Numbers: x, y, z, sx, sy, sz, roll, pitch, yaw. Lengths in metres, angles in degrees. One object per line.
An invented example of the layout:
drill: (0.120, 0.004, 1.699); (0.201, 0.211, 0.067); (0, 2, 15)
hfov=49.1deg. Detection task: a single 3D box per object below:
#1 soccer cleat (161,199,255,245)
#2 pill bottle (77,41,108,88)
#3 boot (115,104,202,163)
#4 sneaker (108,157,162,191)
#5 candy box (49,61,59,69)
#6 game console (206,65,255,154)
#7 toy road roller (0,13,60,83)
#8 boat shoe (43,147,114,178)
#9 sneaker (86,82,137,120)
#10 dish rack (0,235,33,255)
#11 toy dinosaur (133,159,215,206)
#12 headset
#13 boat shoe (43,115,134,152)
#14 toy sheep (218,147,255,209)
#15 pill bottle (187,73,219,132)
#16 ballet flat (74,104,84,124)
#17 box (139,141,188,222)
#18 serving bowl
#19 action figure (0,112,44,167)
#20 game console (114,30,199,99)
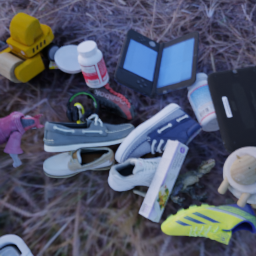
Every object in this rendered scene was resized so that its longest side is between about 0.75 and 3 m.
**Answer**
soccer cleat: (2.186, 2.588, 7.450); (2.565, 0.829, 1.073); (-9, 58, -6)
pill bottle: (-1.186, -2.097, 9.314); (0.803, 1.430, 0.803); (-6, 49, 7)
boot: (1.003, 0.401, 8.725); (2.818, 1.025, 1.273); (-39, 63, -20)
sneaker: (0.448, 1.254, 8.178); (2.104, 1.045, 0.820); (-14, 58, -9)
candy box: (-2.612, -2.595, 11.206); (1.017, 0.134, 0.520); (-2, 58, -1)
game console: (4.002, -0.354, 9.019); (2.556, 1.692, 2.907); (-8, 60, 6)
toy road roller: (-3.900, -3.071, 10.447); (1.515, 1.800, 2.466); (29, 62, 26)
boat shoe: (-1.525, 0.950, 8.548); (2.201, 0.753, 0.823); (-10, 58, -6)
sneaker: (-0.663, -0.861, 9.721); (1.046, 0.757, 2.141); (-38, 62, -22)
dish rack: (-2.879, 4.347, 6.433); (2.526, 0.641, 2.943); (-39, 65, -23)
toy dinosaur: (1.548, 1.738, 8.066); (2.609, 0.619, 1.150); (-20, 30, -11)
headset: (-1.569, -0.387, 9.159); (1.033, 0.786, 1.673); (14, 93, -1)
boat shoe: (-1.107, 0.071, 8.599); (2.916, 1.062, 0.901); (-8, 100, -21)
toy sheep: (3.264, 1.268, 7.305); (1.587, 2.302, 1.587); (-11, 72, 35)
pill bottle: (2.676, -0.907, 9.576); (1.039, 1.039, 1.911); (-11, 59, -7)
ballet flat: (-1.705, -0.540, 9.766); (0.327, 0.328, 0.979); (-13, 58, -6)
box: (1.009, 1.475, 7.888); (0.440, 0.471, 2.272); (30, 77, -28)
serving bowl: (-2.184, -2.591, 10.888); (1.293, 0.425, 1.293); (4, 61, -7)
action figure: (-3.934, 0.041, 8.492); (2.794, 2.080, 1.871); (-22, 53, 2)
game console: (1.082, -2.665, 10.239); (2.406, 1.668, 2.819); (22, 56, -16)
